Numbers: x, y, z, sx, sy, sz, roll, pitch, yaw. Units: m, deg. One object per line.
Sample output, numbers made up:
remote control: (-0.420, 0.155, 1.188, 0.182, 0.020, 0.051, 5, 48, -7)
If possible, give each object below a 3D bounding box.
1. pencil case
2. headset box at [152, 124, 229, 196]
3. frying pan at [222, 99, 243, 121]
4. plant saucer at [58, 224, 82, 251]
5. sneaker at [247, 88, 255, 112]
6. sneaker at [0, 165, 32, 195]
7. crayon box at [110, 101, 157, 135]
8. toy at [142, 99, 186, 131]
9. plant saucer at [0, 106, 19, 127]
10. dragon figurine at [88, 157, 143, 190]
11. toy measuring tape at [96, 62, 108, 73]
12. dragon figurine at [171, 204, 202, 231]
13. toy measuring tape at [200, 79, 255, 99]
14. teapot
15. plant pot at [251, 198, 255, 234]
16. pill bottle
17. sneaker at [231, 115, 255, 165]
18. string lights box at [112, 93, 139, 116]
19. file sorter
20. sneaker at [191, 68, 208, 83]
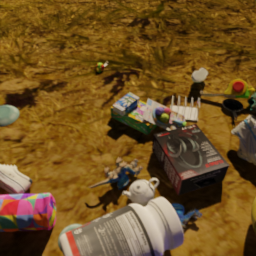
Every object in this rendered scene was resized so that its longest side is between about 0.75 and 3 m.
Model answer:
pencil case: (-3.610, 2.526, 8.510, 2.770, 1.224, 1.224, 1, 44, -2)
headset box: (2.204, 1.148, 10.088, 1.849, 0.960, 2.485, -13, 44, -15)
frying pan: (4.860, -0.816, 12.659, 0.948, 0.255, 1.568, -7, 44, -10)
plant saucer: (-1.624, 3.300, 8.398, 0.973, 0.187, 0.973, 0, 43, 0)
sneaker: (5.937, -1.339, 12.946, 0.831, 0.707, 1.823, 4, 42, 10)
sneaker: (-4.289, 1.631, 9.826, 2.143, 0.782, 0.758, 30, 44, 16)
crayon box: (0.364, -0.606, 12.207, 1.990, 0.580, 1.182, 27, 50, 25)
toy: (1.603, -0.502, 11.608, 1.858, 0.439, 1.070, 26, 56, -13)
plant saucer: (-5.619, -0.617, 12.455, 1.439, 0.277, 1.439, 0, 43, 0)
dragon figurine: (-0.347, 1.706, 9.682, 2.002, 0.995, 0.589, -41, 42, -18)
toy measuring tape: (-1.415, -3.447, 15.328, 0.441, 0.441, 1.199, 18, 46, 18)
dragon figurine: (1.495, 2.709, 8.806, 1.561, 0.459, 0.776, 16, 44, 11)
toy measuring tape: (4.636, -1.850, 13.119, 2.419, 0.890, 0.890, 5, 43, 18)
teapot: (0.437, 2.053, 9.239, 0.931, 0.689, 0.943, 11, 49, 25)
plant pot: (4.139, 2.638, 7.867, 1.593, 1.593, 1.131, 36, 36, 32)
pill bottle: (-0.144, 3.096, 7.481, 2.995, 1.735, 1.735, -19, 47, -19)
sneaker: (4.798, 1.031, 10.325, 1.080, 1.248, 2.880, 12, 49, -45)
string lights box: (-0.088, -1.010, 11.947, 0.567, 0.325, 1.103, 32, 55, 27)
file sorter: (2.490, -0.893, 12.387, 1.234, 0.768, 0.856, 6, 43, 7)
sneaker: (3.477, -2.462, 14.002, 0.623, 0.691, 1.686, 44, 38, 11)
